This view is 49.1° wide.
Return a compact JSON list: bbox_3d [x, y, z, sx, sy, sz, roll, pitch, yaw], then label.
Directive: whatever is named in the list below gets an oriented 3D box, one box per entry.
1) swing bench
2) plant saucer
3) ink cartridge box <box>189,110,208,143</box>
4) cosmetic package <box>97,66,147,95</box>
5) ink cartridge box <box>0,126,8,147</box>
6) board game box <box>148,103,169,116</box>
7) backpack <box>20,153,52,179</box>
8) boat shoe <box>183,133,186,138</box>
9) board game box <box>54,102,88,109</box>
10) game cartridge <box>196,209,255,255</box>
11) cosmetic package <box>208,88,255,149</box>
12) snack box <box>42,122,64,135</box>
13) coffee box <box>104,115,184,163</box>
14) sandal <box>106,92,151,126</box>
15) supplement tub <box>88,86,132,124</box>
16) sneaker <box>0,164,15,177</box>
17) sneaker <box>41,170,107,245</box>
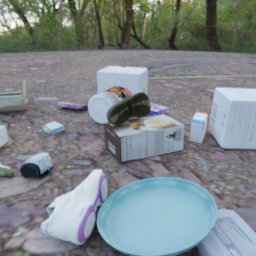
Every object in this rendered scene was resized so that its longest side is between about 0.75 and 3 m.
[{"bbox_3d":[-6.976,-1.679,16.194,2.084,1.359,2.095,-5,34,-15],"label":"swing bench"},{"bbox_3d":[0.700,2.190,7.046,2.954,0.405,2.954,-8,20,3],"label":"plant saucer"},{"bbox_3d":[3.207,-0.107,12.594,0.548,0.947,1.630,9,27,21],"label":"ink cartridge box"},{"bbox_3d":[-0.319,-2.511,17.172,2.591,2.138,2.136,7,22,16],"label":"cosmetic package"},{"bbox_3d":[-6.376,0.432,11.541,2.259,0.760,1.323,3,23,7],"label":"ink cartridge box"},{"bbox_3d":[1.389,-1.034,15.935,1.026,0.342,1.526,-19,28,-39],"label":"board game box"},{"bbox_3d":[-3.052,1.278,9.554,0.863,0.655,1.034,4,17,21],"label":"backpack"},{"bbox_3d":[2.312,0.210,12.451,0.261,0.295,0.805,29,21,-33],"label":"boat shoe"},{"bbox_3d":[-3.294,-1.309,16.412,1.750,0.283,1.050,10,3,25],"label":"board game box"},{"bbox_3d":[2.320,2.667,6.379,1.388,0.421,2.082,-2,21,-14],"label":"game cartridge"},{"bbox_3d":[5.042,-0.441,11.892,2.492,2.086,2.073,1,21,-2],"label":"cosmetic package"},{"bbox_3d":[-3.553,0.010,13.278,0.821,0.278,0.692,21,35,41],"label":"snack box"},{"bbox_3d":[0.617,0.356,11.221,2.802,1.117,1.602,-9,21,-22],"label":"coffee box"},{"bbox_3d":[-0.011,-0.775,11.520,0.725,1.085,2.655,7,26,42],"label":"sandal"},{"bbox_3d":[-0.839,-1.305,14.896,1.592,1.592,2.598,9,23,22],"label":"supplement tub"},{"bbox_3d":[-4.341,1.505,9.465,1.061,0.356,0.477,16,37,32],"label":"sneaker"},{"bbox_3d":[-1.350,1.882,7.494,1.328,0.998,2.667,1,21,12],"label":"sneaker"}]
